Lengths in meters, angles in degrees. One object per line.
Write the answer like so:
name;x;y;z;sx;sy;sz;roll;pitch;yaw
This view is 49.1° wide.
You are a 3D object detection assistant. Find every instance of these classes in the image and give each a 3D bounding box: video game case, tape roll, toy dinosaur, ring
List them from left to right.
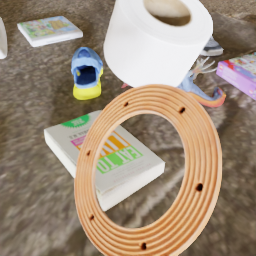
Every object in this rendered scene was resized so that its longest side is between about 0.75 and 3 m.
video game case;-3.480;-4.338;12.385;2.181;0.264;2.396;-20;44;-23
ring;0.090;0.388;2.687;0.163;1.697;1.697;25;18;-45
tape roll;0.570;-1.885;5.773;1.928;1.324;1.928;9;56;-14
toy dinosaur;1.600;-1.327;8.473;2.441;2.690;1.412;51;36;5

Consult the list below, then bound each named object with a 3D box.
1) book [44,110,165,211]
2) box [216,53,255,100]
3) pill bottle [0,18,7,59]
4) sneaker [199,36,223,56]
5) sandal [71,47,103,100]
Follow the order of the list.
book;-0.601;0.536;6.370;1.641;0.590;2.457;-24;44;-31
box;4.260;-1.566;8.874;1.654;0.472;2.417;-17;43;-19
pill bottle;-6.038;-3.185;9.866;2.991;1.703;1.703;-7;40;-8
sneaker;2.858;-3.688;10.823;0.832;1.254;2.204;-18;43;-20
sandal;-1.321;-2.051;8.957;1.061;1.162;2.669;-8;39;-7
